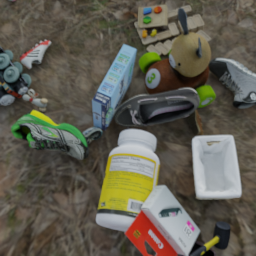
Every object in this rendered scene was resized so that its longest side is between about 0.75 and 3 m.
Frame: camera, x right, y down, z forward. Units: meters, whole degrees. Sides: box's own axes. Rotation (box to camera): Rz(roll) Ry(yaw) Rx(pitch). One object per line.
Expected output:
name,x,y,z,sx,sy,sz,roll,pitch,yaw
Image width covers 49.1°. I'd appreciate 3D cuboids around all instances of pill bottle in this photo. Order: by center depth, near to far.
pill bottle,0.074,1.425,7.659,1.451,1.451,2.580,9,65,4

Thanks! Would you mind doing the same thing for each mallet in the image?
mallet,1.931,2.844,6.878,0.415,2.015,0.664,17,101,44

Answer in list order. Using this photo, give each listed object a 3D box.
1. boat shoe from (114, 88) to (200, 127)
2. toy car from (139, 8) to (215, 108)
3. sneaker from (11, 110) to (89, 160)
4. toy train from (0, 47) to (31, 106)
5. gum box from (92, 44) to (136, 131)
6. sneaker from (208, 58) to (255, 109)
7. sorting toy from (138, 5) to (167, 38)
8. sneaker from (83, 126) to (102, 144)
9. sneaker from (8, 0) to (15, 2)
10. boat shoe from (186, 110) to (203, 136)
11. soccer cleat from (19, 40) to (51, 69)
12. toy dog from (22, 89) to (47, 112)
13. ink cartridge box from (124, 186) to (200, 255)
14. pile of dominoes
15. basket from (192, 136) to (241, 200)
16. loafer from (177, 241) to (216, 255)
boat shoe,0.748,-0.535,8.354,2.735,0.914,0.779,-14,23,19
toy car,1.601,-2.056,8.519,2.192,2.778,2.282,-18,67,-7
sneaker,-2.288,0.392,8.270,2.529,0.987,1.077,20,39,16
toy train,-4.321,-1.839,9.447,1.353,1.012,2.375,-41,74,4
gum box,-0.435,-1.188,8.659,0.470,1.793,2.110,23,68,4
sneaker,3.533,-1.384,9.286,2.241,0.841,1.294,28,70,9
sorting toy,0.933,-4.107,10.696,1.129,0.203,1.516,0,66,9
sneaker,-1.290,0.266,8.848,1.008,0.391,0.435,-22,33,3
sneaker,-4.917,-5.689,11.552,0.644,0.534,1.351,-13,63,18
boat shoe,2.153,-0.251,9.013,0.350,0.370,1.030,0,77,-39
soccer cleat,-3.262,-2.658,10.121,0.595,0.479,1.397,54,55,-18
toy dog,-3.013,-0.920,9.300,0.843,0.556,0.406,44,25,-13
ink cartridge box,0.883,2.504,6.755,1.691,0.368,1.467,53,53,-15
pile of dominoes,1.676,-3.583,10.708,2.450,0.390,1.910,-18,67,1
basket,2.414,1.171,7.909,1.144,1.041,1.687,-3,68,9
loafer,1.419,3.074,7.373,1.801,0.567,0.647,15,62,7
